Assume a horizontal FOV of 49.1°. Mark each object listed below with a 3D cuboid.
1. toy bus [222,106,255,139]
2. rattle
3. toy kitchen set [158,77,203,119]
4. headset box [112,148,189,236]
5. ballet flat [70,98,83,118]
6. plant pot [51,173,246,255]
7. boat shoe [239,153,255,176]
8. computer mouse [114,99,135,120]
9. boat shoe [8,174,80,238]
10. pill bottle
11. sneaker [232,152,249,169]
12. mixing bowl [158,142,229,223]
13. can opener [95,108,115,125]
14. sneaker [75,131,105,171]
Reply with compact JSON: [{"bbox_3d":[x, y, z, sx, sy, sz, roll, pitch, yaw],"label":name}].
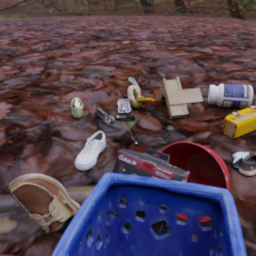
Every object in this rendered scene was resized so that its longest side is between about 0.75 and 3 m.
[{"bbox_3d":[4.713,-0.275,11.249,2.130,0.693,0.834,-17,33,-28],"label":"toy bus"},{"bbox_3d":[0.597,-1.801,13.100,1.170,1.066,1.638,-28,37,40],"label":"rattle"},{"bbox_3d":[2.394,-1.160,12.948,1.505,1.664,1.845,-7,69,-6],"label":"toy kitchen set"},{"bbox_3d":[0.329,1.487,6.169,1.518,2.040,0.788,19,3,22],"label":"headset box"},{"bbox_3d":[-2.349,-1.038,12.809,0.619,0.619,1.751,-5,28,-10],"label":"ballet flat"},{"bbox_3d":[0.389,2.349,4.507,2.456,2.208,2.456,6,18,11],"label":"plant pot"},{"bbox_3d":[4.186,1.050,8.970,1.583,0.513,0.569,-16,32,-27],"label":"boat shoe"},{"bbox_3d":[-0.152,-0.794,12.621,0.910,0.364,1.660,-4,34,2],"label":"computer mouse"},{"bbox_3d":[-1.494,1.671,5.644,0.812,2.143,0.769,-36,41,3],"label":"boat shoe"},{"bbox_3d":[4.757,-1.508,13.157,1.858,1.075,1.075,5,29,10],"label":"pill bottle"},{"bbox_3d":[3.609,1.039,9.237,0.430,0.372,0.992,16,23,39],"label":"sneaker"},{"bbox_3d":[1.776,1.254,7.274,2.024,2.024,1.096,22,22,35],"label":"mixing bowl"},{"bbox_3d":[-0.997,-0.498,12.150,0.422,0.337,1.263,12,18,-36],"label":"can opener"},{"bbox_3d":[-1.288,0.711,9.453,0.675,0.654,1.848,7,29,12],"label":"sneaker"}]
